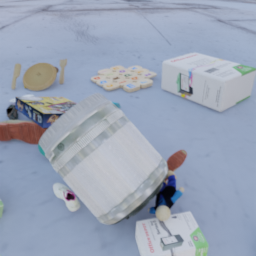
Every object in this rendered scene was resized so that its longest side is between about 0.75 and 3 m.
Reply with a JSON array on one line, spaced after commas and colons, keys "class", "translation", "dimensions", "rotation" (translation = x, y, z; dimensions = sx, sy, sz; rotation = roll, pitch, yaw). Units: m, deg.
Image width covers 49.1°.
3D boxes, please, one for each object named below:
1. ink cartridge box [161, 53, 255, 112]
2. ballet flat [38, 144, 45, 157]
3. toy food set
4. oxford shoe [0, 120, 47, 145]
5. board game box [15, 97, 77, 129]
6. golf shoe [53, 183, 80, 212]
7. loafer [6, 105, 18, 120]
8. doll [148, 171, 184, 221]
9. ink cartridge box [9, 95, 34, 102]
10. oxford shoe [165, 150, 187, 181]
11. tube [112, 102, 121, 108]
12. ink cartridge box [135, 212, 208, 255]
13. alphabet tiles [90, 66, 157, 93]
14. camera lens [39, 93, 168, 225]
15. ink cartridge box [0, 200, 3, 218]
[{"class": "ink cartridge box", "translation": [3.128, -1.967, 11.284], "dimensions": [2.170, 1.258, 2.997], "rotation": [-23, 37, -34]}, {"class": "ballet flat", "translation": [-1.254, 0.472, 7.598], "dimensions": [2.449, 0.825, 0.780], "rotation": [-5, 7, 22]}, {"class": "toy food set", "translation": [-3.827, -2.239, 12.276], "dimensions": [2.371, 0.476, 1.637], "rotation": [-4, 61, 5]}, {"class": "oxford shoe", "translation": [-3.139, 0.017, 8.605], "dimensions": [2.042, 0.723, 0.754], "rotation": [6, 23, 3]}, {"class": "board game box", "translation": [-2.378, -0.561, 9.021], "dimensions": [1.729, 0.442, 2.553], "rotation": [-4, 18, -37]}, {"class": "golf shoe", "translation": [-1.370, 1.444, 6.178], "dimensions": [0.856, 0.392, 0.322], "rotation": [34, 52, 30]}, {"class": "loafer", "translation": [-4.101, -0.593, 9.829], "dimensions": [0.396, 0.347, 1.103], "rotation": [-42, 40, 1]}, {"class": "doll", "translation": [0.752, 1.453, 5.811], "dimensions": [0.341, 0.961, 1.409], "rotation": [46, 19, -8]}, {"class": "ink cartridge box", "translation": [-4.074, -1.065, 10.754], "dimensions": [0.823, 0.195, 0.659], "rotation": [-26, 24, -31]}, {"class": "oxford shoe", "translation": [1.047, 0.918, 6.804], "dimensions": [0.973, 0.359, 0.344], "rotation": [-45, 78, -5]}, {"class": "tube", "translation": [-0.877, -0.865, 10.404], "dimensions": [1.190, 0.300, 0.461], "rotation": [5, -9, 11]}, {"class": "ink cartridge box", "translation": [0.783, 2.130, 5.274], "dimensions": [1.144, 0.481, 0.832], "rotation": [-7, 32, -11]}, {"class": "alphabet tiles", "translation": [-0.197, -2.297, 12.870], "dimensions": [2.710, 0.202, 2.771], "rotation": [-22, 37, -28]}, {"class": "camera lens", "translation": [-0.456, 0.659, 5.775], "dimensions": [2.263, 1.810, 1.810], "rotation": [49, 43, 1]}, {"class": "ink cartridge box", "translation": [-3.718, 1.414, 6.021], "dimensions": [1.345, 0.443, 1.849], "rotation": [-10, 38, -44]}]
